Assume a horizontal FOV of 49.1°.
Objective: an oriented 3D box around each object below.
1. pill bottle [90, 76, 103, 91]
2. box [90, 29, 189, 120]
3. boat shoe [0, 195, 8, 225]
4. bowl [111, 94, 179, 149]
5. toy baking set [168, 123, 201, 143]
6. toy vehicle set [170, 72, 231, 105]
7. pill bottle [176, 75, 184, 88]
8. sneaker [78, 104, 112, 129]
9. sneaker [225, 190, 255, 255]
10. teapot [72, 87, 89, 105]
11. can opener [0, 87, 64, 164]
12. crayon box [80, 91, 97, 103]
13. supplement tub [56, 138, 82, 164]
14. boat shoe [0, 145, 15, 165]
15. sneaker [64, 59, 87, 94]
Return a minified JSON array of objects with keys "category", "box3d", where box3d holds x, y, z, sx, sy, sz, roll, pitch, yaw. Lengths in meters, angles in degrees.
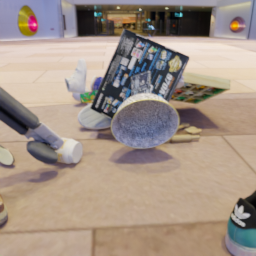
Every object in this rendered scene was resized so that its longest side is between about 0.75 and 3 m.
[{"category":"pill bottle","box3d":[-0.937,-1.802,12.412,1.332,0.771,0.771,15,25,9]},{"category":"box","box3d":[0.359,-1.449,9.348,2.331,2.932,0.675,26,9,10]},{"category":"boat shoe","box3d":[-3.705,1.300,6.325,2.782,0.999,1.053,14,27,31]},{"category":"bowl","box3d":[0.459,-0.362,8.341,1.983,1.983,0.931,-2,45,-4]},{"category":"toy baking set","box3d":[1.524,0.151,10.125,2.124,0.247,1.630,-5,20,-12]},{"category":"toy vehicle set","box3d":[2.552,-1.514,11.260,1.787,0.381,2.876,7,-7,-9]},{"category":"pill bottle","box3d":[1.632,-1.831,9.748,0.483,0.483,0.884,-9,62,-19]},{"category":"sneaker","box3d":[-0.617,-0.622,11.193,2.994,1.093,1.060,-18,-4,-24]},{"category":"sneaker","box3d":[3.221,1.571,5.453,2.934,1.172,1.047,-11,25,-24]},{"category":"teapot","box3d":[-2.131,-1.644,13.098,0.653,0.883,0.894,15,-3,27]},{"category":"can opener","box3d":[-2.515,0.018,6.794,0.668,2.505,0.837,-29,44,14]},{"category":"crayon box","box3d":[-1.232,-1.238,11.262,0.763,0.374,1.284,-8,0,30]},{"category":"supplement tub","box3d":[-1.923,0.654,8.229,0.993,0.722,0.722,8,24,18]},{"category":"boat shoe","box3d":[-3.647,0.775,8.219,1.052,0.374,0.329,26,-7,27]},{"category":"sneaker","box3d":[-1.565,-1.540,8.272,0.600,1.038,0.382,-3,9,-35]}]
